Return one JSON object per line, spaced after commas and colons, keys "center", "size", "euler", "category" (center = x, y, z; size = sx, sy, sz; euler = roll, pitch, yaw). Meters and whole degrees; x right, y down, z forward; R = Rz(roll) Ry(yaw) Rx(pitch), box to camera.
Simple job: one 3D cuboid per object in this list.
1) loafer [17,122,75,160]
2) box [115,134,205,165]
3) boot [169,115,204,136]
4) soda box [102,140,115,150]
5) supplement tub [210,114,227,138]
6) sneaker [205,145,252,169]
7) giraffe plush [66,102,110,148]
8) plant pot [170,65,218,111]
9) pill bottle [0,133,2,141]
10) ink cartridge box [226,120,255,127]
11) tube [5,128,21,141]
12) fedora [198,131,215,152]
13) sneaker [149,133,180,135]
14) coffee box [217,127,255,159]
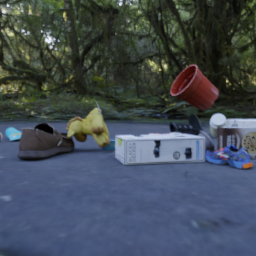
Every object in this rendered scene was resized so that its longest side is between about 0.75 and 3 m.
{"center": [-2.459, 0.328, 8.956], "size": [1.055, 1.026, 2.890], "euler": [0, 3, 7], "category": "loafer"}
{"center": [0.839, 0.567, 7.830], "size": [2.241, 0.674, 1.307], "euler": [-1, 3, -12], "category": "box"}
{"center": [2.982, -0.110, 14.908], "size": [1.852, 0.608, 1.527], "euler": [-3, 48, -23], "category": "boot"}
{"center": [-0.434, 0.617, 10.036], "size": [1.003, 0.340, 0.322], "euler": [1, 3, 17], "category": "soda box"}
{"center": [4.680, -0.096, 14.551], "size": [0.838, 0.838, 1.156], "euler": [1, -36, 18], "category": "supplement tub"}
{"center": [2.535, 0.680, 7.108], "size": [0.512, 0.533, 1.359], "euler": [-1, 3, -34], "category": "sneaker"}
{"center": [-1.420, 0.037, 9.525], "size": [1.253, 1.545, 1.333], "euler": [-17, 4, 2], "category": "giraffe plush"}
{"center": [3.615, -1.995, 14.862], "size": [1.899, 1.953, 1.953], "euler": [33, -8, -18], "category": "plant pot"}
{"center": [-6.107, 0.426, 12.450], "size": [0.475, 0.475, 0.848], "euler": [1, 4, 26], "category": "pill bottle"}
{"center": [6.360, 0.046, 14.756], "size": [1.666, 0.962, 2.291], "euler": [0, 3, -3], "category": "ink cartridge box"}
{"center": [-5.533, 0.385, 13.702], "size": [0.820, 0.534, 2.117], "euler": [-18, 16, -30], "category": "tube"}
{"center": [2.455, 0.535, 9.291], "size": [0.436, 0.855, 0.966], "euler": [-31, 0, -5], "category": "fedora"}
{"center": [1.272, 0.464, 10.194], "size": [1.640, 0.617, 0.857], "euler": [-7, 11, -31], "category": "sneaker"}
{"center": [3.504, 0.426, 8.252], "size": [1.624, 0.918, 0.648], "euler": [-1, 3, 1], "category": "coffee box"}
